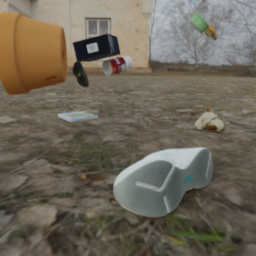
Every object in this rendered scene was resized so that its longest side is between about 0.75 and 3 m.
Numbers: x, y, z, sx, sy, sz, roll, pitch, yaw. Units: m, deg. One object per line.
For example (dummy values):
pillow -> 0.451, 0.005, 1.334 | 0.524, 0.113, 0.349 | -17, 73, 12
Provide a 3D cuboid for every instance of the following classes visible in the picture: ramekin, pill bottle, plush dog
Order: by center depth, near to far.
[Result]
ramekin -> 2.674, -3.943, 10.604 | 0.772, 0.377, 0.772 | 42, 17, -16
plush dog -> 3.224, -0.212, 10.633 | 1.072, 0.860, 0.921 | -9, 40, -34
pill bottle -> -0.494, -2.935, 13.161 | 1.336, 0.754, 0.754 | -23, 23, -28

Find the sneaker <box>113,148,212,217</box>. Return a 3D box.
sneaker -> 0.602, 0.956, 5.426 | 1.117, 0.980, 2.787 | 1, 4, 40

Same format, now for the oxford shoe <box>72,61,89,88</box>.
oxford shoe -> -1.291, -1.449, 7.665 | 0.308, 0.849, 0.358 | -23, -22, 13

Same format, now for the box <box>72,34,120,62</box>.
box -> -1.317, -3.389, 12.004 | 1.601, 0.833, 1.458 | -9, 10, 14

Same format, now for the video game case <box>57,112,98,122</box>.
video game case -> -2.357, -0.535, 13.018 | 1.353, 0.164, 1.486 | -10, 17, -35

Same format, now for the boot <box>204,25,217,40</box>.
boot -> 3.549, -4.291, 12.286 | 0.335, 0.681, 0.952 | -32, -35, 34

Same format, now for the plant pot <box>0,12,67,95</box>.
plant pot -> -2.547, -2.029, 7.776 | 1.543, 2.204, 2.204 | -1, 13, -5
